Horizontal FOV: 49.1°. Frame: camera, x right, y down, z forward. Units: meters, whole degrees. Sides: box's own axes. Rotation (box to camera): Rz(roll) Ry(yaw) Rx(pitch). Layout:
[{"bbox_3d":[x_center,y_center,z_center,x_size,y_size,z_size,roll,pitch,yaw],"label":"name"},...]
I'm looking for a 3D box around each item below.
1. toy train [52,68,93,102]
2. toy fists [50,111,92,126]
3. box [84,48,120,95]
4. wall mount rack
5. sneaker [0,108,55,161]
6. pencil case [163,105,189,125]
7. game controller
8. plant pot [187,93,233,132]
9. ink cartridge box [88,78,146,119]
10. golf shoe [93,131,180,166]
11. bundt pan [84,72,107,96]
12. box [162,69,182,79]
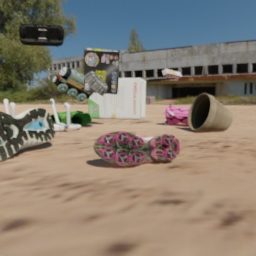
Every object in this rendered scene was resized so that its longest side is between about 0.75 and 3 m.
[{"bbox_3d":[-2.369,-1.973,12.599,1.997,1.138,0.851,25,27,-41],"label":"toy train"},{"bbox_3d":[-2.312,-0.395,11.305,1.719,0.591,0.876,1,5,18],"label":"toy fists"},{"bbox_3d":[-0.944,-2.003,10.006,1.251,1.561,0.346,5,29,-1],"label":"box"},{"bbox_3d":[-3.127,-0.450,9.463,2.868,1.069,2.492,-2,6,-28],"label":"wall mount rack"},{"bbox_3d":[-2.502,0.217,5.331,1.082,0.943,2.406,-20,-5,25],"label":"sneaker"},{"bbox_3d":[2.327,-0.451,10.720,1.912,0.868,0.896,5,-20,42],"label":"pencil case"},{"bbox_3d":[-2.486,-2.673,8.100,1.244,0.649,0.262,-4,42,-21],"label":"game controller"},{"bbox_3d":[2.714,-0.382,9.030,1.081,1.246,1.246,14,2,-17],"label":"plant pot"},{"bbox_3d":[-0.572,-1.561,15.018,2.918,2.120,1.277,2,6,16],"label":"ink cartridge box"},{"bbox_3d":[0.092,0.368,4.605,1.466,0.532,0.675,5,-10,-25],"label":"golf shoe"},{"bbox_3d":[-1.019,-1.493,9.204,0.345,0.920,0.920,-41,-4,13],"label":"bundt pan"},{"bbox_3d":[1.624,-1.994,10.356,0.192,0.206,0.993,-30,-20,38],"label":"box"}]
